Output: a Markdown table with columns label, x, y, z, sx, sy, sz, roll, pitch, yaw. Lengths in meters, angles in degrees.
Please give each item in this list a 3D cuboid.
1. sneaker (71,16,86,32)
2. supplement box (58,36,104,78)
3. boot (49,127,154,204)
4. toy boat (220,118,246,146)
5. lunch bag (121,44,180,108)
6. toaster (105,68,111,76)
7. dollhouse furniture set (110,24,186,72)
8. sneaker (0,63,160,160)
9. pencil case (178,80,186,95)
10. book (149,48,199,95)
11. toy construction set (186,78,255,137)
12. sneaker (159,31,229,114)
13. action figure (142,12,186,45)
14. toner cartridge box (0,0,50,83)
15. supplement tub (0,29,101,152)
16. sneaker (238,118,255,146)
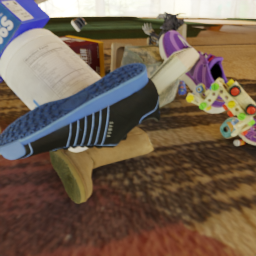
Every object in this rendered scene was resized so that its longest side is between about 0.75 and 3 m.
| label | x | y | z | sx | sy | sz | roll | pitch | yaw |
| --- | --- | --- | --- | --- | --- | --- | --- | --- | --- |
| sneaker | -1.692 | -3.605 | 9.629 | 0.397 | 0.392 | 1.000 | -35 | 26 | 11 |
| supplement box | -2.932 | -2.896 | 12.448 | 2.716 | 1.803 | 2.679 | -24 | 35 | -39 |
| boot | -0.432 | 0.666 | 6.515 | 2.353 | 0.778 | 2.061 | -13 | 30 | -26 |
| toy boat | 2.932 | 0.128 | 7.820 | 0.396 | 0.716 | 0.852 | -3 | 55 | -32 |
| lunch bag | 0.907 | -1.714 | 9.483 | 2.385 | 1.956 | 1.402 | -15 | 47 | -35 |
| toaster | -0.519 | -2.458 | 12.959 | 1.050 | 0.597 | 0.678 | 10 | 26 | 21 |
| dollhouse furniture set | 0.687 | -2.663 | 10.875 | 2.446 | 2.327 | 1.993 | 2 | 1 | -12 |
| sneaker | -0.677 | -0.005 | 4.225 | 2.503 | 0.975 | 0.878 | -25 | 32 | 2 |
| pencil case | 2.039 | -1.585 | 10.689 | 0.317 | 0.353 | 0.813 | -16 | 42 | 20 |
| book | 0.761 | -1.052 | 6.704 | 0.465 | 1.936 | 1.294 | 49 | 35 | 1 |
| toy construction set | 1.842 | -0.372 | 5.202 | 1.375 | 0.902 | 0.633 | 42 | 36 | -8 |
| sneaker | 2.053 | -1.809 | 7.940 | 1.168 | 1.208 | 2.896 | -25 | 69 | -34 |
| action figure | 1.124 | -3.425 | 9.857 | 1.263 | 2.126 | 1.085 | -36 | 82 | -34 |
| toner cartridge box | -3.142 | -1.632 | 6.505 | 0.638 | 2.955 | 1.404 | 44 | 25 | -11 |
| supplement tub | -1.399 | -0.788 | 6.035 | 2.379 | 1.569 | 1.569 | 43 | 42 | 13 |
| sneaker | 3.407 | 0.084 | 7.690 | 0.596 | 0.617 | 1.479 | 12 | 22 | -22 |
